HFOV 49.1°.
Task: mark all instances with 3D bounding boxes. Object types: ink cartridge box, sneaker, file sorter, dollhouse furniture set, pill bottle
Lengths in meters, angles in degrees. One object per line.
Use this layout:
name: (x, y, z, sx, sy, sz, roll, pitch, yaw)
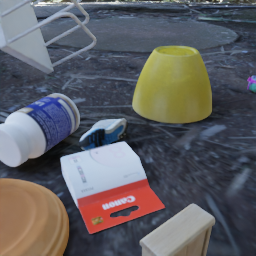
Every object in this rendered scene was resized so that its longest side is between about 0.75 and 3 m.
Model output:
ink cartridge box: (-0.343, 0.957, 5.175, 1.420, 0.499, 1.748, -13, 27, -22)
sneaker: (-0.680, 0.146, 6.604, 0.663, 0.574, 1.531, 11, 22, 32)
file sorter: (-2.011, -2.953, 6.385, 1.631, 2.619, 1.818, -22, -10, 12)
dollhouse furniture set: (1.063, 2.125, 2.180, 1.441, 1.231, 2.781, -22, 36, -34)
pill bottle: (-2.005, 0.013, 6.195, 1.068, 1.068, 1.846, 14, 31, 23)

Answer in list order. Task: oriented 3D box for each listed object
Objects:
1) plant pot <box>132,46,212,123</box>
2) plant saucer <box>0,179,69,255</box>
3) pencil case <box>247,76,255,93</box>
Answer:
plant pot: (1.328, -1.421, 8.164, 2.382, 1.690, 2.382, 0, 28, 0)
plant saucer: (-2.117, 1.513, 4.112, 2.426, 0.454, 2.426, 1, 29, 0)
pencil case: (4.606, -1.322, 9.156, 1.278, 0.544, 0.591, 27, 5, 42)
